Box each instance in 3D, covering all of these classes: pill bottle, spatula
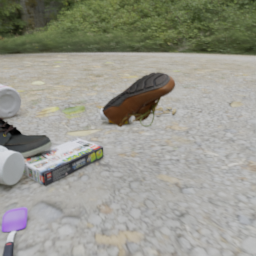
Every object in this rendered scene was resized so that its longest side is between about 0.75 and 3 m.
[{"bbox_3d":[-0.504,-0.570,12.225,1.351,0.738,0.738,2,20,6],"label":"pill bottle"},{"bbox_3d":[-6.447,-1.416,13.485,2.591,1.469,1.469,17,26,38],"label":"pill bottle"},{"bbox_3d":[-2.276,2.172,5.424,0.511,0.186,1.807,-6,21,-13],"label":"spatula"},{"bbox_3d":[-3.864,0.951,7.550,1.914,1.048,1.048,7,21,18],"label":"pill bottle"}]

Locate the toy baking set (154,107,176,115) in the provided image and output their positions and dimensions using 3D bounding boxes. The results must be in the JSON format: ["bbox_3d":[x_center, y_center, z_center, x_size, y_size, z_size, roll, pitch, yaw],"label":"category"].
[{"bbox_3d":[1.784,-0.776,13.708,1.104,0.167,1.438,2,19,13],"label":"toy baking set"}]

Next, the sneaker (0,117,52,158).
[{"bbox_3d":[-3.841,0.112,8.526,2.948,1.566,1.102,-4,11,9],"label":"sneaker"}]

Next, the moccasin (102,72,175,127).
[{"bbox_3d":[0.260,-0.546,6.674,2.459,0.949,0.899,-29,18,50],"label":"moccasin"}]

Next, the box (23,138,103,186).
[{"bbox_3d":[-1.964,0.947,8.508,1.243,0.392,2.258,15,25,36],"label":"box"}]
